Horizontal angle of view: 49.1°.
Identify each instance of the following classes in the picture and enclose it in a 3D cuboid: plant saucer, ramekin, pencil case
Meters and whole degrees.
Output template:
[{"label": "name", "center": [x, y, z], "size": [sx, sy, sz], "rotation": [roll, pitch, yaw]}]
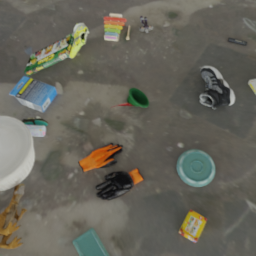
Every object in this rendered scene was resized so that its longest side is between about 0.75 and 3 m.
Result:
[{"label": "plant saucer", "center": [2.279, 1.310, 9.348], "size": [1.293, 0.177, 1.293], "rotation": [0, 68, 0]}, {"label": "plant saucer", "center": [-0.793, 3.867, 7.866], "size": [0.719, 0.195, 2.056], "rotation": [-30, 64, -17]}, {"label": "ramekin", "center": [-4.247, 0.921, 9.132], "size": [2.479, 1.154, 2.479], "rotation": [0, 58, -1]}, {"label": "pencil case", "center": [-3.468, 0.083, 10.083], "size": [0.967, 0.439, 0.402], "rotation": [5, 43, 1]}]

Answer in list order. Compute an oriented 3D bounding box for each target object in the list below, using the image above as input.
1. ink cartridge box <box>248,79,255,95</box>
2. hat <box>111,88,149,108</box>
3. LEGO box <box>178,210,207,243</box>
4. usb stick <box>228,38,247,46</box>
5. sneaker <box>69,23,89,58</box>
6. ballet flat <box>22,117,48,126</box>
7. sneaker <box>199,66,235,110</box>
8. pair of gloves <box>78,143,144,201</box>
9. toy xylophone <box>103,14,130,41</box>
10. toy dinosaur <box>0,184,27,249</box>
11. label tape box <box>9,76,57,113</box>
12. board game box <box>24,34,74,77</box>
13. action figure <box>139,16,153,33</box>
[{"label": "ink cartridge box", "center": [5.530, -1.595, 11.274], "size": [0.992, 0.236, 1.004], "rotation": [-12, 60, -9]}, {"label": "hat", "center": [0.107, -0.940, 10.926], "size": [1.096, 0.964, 0.908], "rotation": [37, 38, -11]}, {"label": "LEGO box", "center": [1.935, 2.932, 8.380], "size": [0.561, 0.291, 0.753], "rotation": [28, 62, 16]}, {"label": "usb stick", "center": [4.991, -3.937, 12.787], "size": [0.839, 0.137, 0.233], "rotation": [18, 59, 11]}, {"label": "sneaker", "center": [-2.173, -3.621, 11.844], "size": [0.591, 1.568, 0.599], "rotation": [-8, 45, -48]}, {"label": "ballet flat", "center": [-3.452, -0.253, 10.366], "size": [1.014, 0.345, 0.347], "rotation": [-1, 50, -1]}, {"label": "sneaker", "center": [3.174, -1.575, 10.932], "size": [1.124, 0.745, 1.975], "rotation": [-21, 63, -15]}, {"label": "pair of gloves", "center": [-0.589, 1.422, 9.378], "size": [1.662, 0.231, 1.865], "rotation": [-27, 64, -17]}, {"label": "toy xylophone", "center": [-0.534, -4.631, 13.050], "size": [1.241, 0.426, 1.696], "rotation": [0, 58, -1]}, {"label": "toy dinosaur", "center": [-3.836, 3.006, 8.198], "size": [1.519, 0.864, 2.861], "rotation": [12, 51, 38]}, {"label": "label tape box", "center": [-3.695, -1.322, 10.939], "size": [1.442, 0.477, 1.033], "rotation": [20, 60, 12]}, {"label": "board game box", "center": [-3.223, -2.935, 11.386], "size": [2.271, 0.266, 1.190], "rotation": [-17, 52, 26]}, {"label": "action figure", "center": [0.823, -4.835, 13.249], "size": [0.660, 0.352, 1.014], "rotation": [-4, 61, -10]}]
